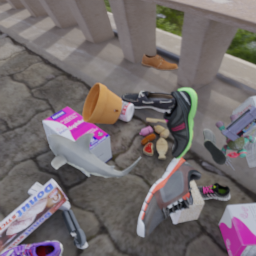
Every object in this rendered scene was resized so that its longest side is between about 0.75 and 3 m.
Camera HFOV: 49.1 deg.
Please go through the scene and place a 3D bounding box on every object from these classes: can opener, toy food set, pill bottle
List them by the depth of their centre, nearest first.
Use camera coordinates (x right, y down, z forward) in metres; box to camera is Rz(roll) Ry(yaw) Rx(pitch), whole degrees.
[{"bbox_3d":[-1.838,3.496,9.816,0.436,0.551,1.657,16,21,-44],"label":"can opener"},{"bbox_3d":[1.189,0.526,13.173,1.409,0.349,2.217,8,51,9],"label":"toy food set"},{"bbox_3d":[-0.625,-0.980,14.296,1.642,0.935,0.935,18,46,18],"label":"pill bottle"}]

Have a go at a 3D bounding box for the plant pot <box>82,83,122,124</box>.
[{"bbox_3d":[-0.866,-0.748,9.894,1.003,1.433,1.433,18,37,-25],"label":"plant pot"}]

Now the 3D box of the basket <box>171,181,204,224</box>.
[{"bbox_3d":[2.017,2.638,10.235,0.984,1.223,1.212,-6,44,-9],"label":"basket"}]

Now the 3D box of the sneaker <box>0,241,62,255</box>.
[{"bbox_3d":[-3.187,3.999,8.914,2.104,0.878,0.848,-13,60,-13],"label":"sneaker"}]

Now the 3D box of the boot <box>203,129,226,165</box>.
[{"bbox_3d":[2.754,0.585,9.038,0.406,1.018,1.120,-33,4,16],"label":"boot"}]

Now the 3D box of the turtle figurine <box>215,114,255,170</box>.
[{"bbox_3d":[3.609,0.446,9.342,1.291,0.868,1.725,-19,60,11],"label":"turtle figurine"}]

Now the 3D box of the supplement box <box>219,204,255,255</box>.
[{"bbox_3d":[4.646,3.401,9.281,2.715,1.403,1.374,-2,44,-4],"label":"supplement box"}]

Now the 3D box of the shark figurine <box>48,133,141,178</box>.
[{"bbox_3d":[-1.117,0.837,8.911,3.170,1.323,1.894,25,11,-6],"label":"shark figurine"}]

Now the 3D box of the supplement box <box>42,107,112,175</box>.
[{"bbox_3d":[-2.247,0.525,12.315,2.872,1.484,1.453,31,52,31],"label":"supplement box"}]

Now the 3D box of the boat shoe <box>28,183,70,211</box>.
[{"bbox_3d":[-2.921,2.569,10.658,1.887,0.679,0.620,11,55,28],"label":"boat shoe"}]

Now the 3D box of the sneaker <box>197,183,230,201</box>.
[{"bbox_3d":[3.248,2.426,10.860,1.499,0.656,0.553,5,43,6],"label":"sneaker"}]

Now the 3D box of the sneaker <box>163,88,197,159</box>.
[{"bbox_3d":[1.569,-0.135,8.893,0.958,2.287,0.878,4,13,0],"label":"sneaker"}]

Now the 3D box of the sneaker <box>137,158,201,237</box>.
[{"bbox_3d":[1.376,2.181,8.689,1.228,1.156,3.000,27,57,21],"label":"sneaker"}]

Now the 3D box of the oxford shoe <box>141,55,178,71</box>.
[{"bbox_3d":[1.320,-2.727,11.662,1.552,0.553,0.554,13,29,11],"label":"oxford shoe"}]

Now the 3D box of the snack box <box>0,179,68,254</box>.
[{"bbox_3d":[-3.470,3.085,9.773,2.781,0.338,1.000,-41,52,-12],"label":"snack box"}]

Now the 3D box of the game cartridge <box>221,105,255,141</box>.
[{"bbox_3d":[3.382,-0.110,8.241,0.753,1.161,0.223,27,27,-40],"label":"game cartridge"}]

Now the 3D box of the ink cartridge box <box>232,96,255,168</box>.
[{"bbox_3d":[4.947,0.138,10.370,0.960,1.689,2.317,-9,74,-7],"label":"ink cartridge box"}]

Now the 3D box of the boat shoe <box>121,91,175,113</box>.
[{"bbox_3d":[1.048,-1.535,14.917,2.971,0.896,1.098,13,45,14],"label":"boat shoe"}]
